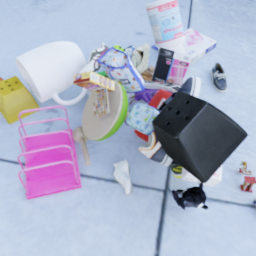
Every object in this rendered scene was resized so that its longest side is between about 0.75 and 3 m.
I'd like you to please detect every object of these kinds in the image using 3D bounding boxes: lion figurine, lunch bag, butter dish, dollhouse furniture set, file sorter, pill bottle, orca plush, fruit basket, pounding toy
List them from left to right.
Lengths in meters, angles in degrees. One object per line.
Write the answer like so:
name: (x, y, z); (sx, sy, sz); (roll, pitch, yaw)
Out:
file sorter: (-2.656, 0.703, 9.204); (1.741, 1.571, 2.505); (-11, 50, -10)
fruit basket: (-0.885, -1.563, 11.646); (1.742, 0.882, 1.881); (-24, 56, -26)
pounding toy: (-0.635, -0.184, 9.662); (1.268, 2.733, 2.109); (22, 18, -38)
lunch bag: (-0.183, -1.930, 9.742); (0.943, 1.295, 1.523); (-47, 45, -8)
lunch bag: (0.458, -0.290, 8.440); (1.019, 0.420, 0.819); (25, 88, 49)
lion figurine: (0.669, -1.772, 11.836); (1.127, 0.667, 1.840); (5, 74, 13)
pill bottle: (1.657, -4.192, 11.887); (1.296, 2.383, 1.296); (-16, 22, 7)
butter dish: (1.462, -0.147, 10.130); (1.902, 1.410, 1.907); (31, 93, 6)
orca plush: (1.826, 1.801, 8.003); (1.012, 1.924, 0.684); (30, 98, 43)
dollhouse furniture set: (3.888, 1.596, 9.173); (0.371, 0.491, 0.913); (6, 43, 6)

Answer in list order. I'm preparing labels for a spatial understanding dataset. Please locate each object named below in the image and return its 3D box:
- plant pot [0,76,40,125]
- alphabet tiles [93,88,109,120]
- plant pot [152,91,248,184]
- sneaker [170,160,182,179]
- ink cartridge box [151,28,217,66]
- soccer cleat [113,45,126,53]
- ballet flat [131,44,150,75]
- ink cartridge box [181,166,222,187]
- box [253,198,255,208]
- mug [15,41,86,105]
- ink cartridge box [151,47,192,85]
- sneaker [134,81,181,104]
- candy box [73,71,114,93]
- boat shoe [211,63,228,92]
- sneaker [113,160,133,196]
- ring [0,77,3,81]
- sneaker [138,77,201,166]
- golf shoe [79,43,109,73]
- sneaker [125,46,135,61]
plant pot: (-4.528, -1.221, 11.128); (1.381, 1.218, 1.381); (-30, 56, -24)
alphabet tiles: (-0.856, -0.710, 8.656); (0.035, 0.936, 0.782); (2, 75, -34)
plant pot: (1.686, 0.055, 7.353); (1.740, 1.544, 1.736); (-47, 34, -3)
sneaker: (2.079, 1.019, 8.922); (1.638, 0.693, 0.610); (-32, 34, 6)
ink cartridge box: (2.813, -4.267, 14.270); (2.386, 0.526, 2.431); (-37, 60, -27)
soccer cleat: (-0.481, -2.287, 11.370); (0.899, 0.748, 2.217); (-16, 69, 34)
ballet flat: (0.546, -3.256, 13.026); (0.803, 0.869, 2.575); (30, 42, -28)
ink cartridge box: (2.191, 0.896, 8.240); (1.009, 0.588, 1.395); (15, 61, -3)
box: (4.106, 2.515, 8.503); (0.270, 0.248, 0.771); (-8, 49, -7)
mug: (-2.700, -2.070, 10.970); (2.244, 1.889, 2.559); (-33, 89, -20)
ink cartridge box: (1.549, -1.987, 10.884); (1.186, 2.504, 0.464); (17, 63, 4)
sneaker: (1.223, -1.224, 10.559); (2.366, 0.987, 0.954); (14, 20, 40)
candy box: (-1.018, -1.367, 8.532); (0.681, 1.167, 0.330); (-3, 82, 34)
boat shoe: (4.107, -2.275, 12.515); (0.615, 0.508, 1.643); (4, 49, 3)
sneaker: (-0.165, 1.660, 9.154); (0.549, 0.482, 1.370); (-12, 43, -2)
ring: (-6.409, -1.805, 12.333); (1.857, 0.178, 1.857); (0, 48, 0)
sneaker: (1.270, -0.331, 8.845); (1.183, 1.168, 2.978); (21, 94, -1)
golf shoe: (-1.269, -2.426, 10.289); (1.727, 0.761, 0.667); (-44, 19, -31)
sneaker: (-0.034, -3.518, 13.684); (0.552, 0.542, 1.432); (37, 57, 4)
